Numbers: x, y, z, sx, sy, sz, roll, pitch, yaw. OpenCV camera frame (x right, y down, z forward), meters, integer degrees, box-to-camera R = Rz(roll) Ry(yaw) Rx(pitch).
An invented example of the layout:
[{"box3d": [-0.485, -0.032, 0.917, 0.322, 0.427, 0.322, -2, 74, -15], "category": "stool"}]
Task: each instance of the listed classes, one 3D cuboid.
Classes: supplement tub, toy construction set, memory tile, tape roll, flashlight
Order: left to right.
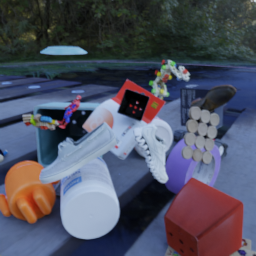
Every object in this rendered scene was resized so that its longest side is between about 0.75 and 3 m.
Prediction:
[{"box3d": [-1.246, 1.932, 8.556, 1.624, 1.624, 2.462, -4, 19, -12], "category": "supplement tub"}, {"box3d": [0.752, 0.158, 13.097, 1.815, 1.815, 2.587, -7, 21, -18], "category": "supplement tub"}, {"box3d": [1.592, -1.993, 11.660, 0.945, 2.052, 1.346, 23, 52, -29], "category": "toy construction set"}, {"box3d": [2.189, 1.388, 9.425, 2.038, 2.038, 0.866, -17, 26, -38], "category": "tape roll"}, {"box3d": [3.213, 0.711, 13.004, 0.932, 0.929, 2.743, -44, 38, -21], "category": "flashlight"}, {"box3d": [1.901, 0.209, 7.379, 1.066, 1.391, 0.117, 14, -3, -29], "category": "memory tile"}]

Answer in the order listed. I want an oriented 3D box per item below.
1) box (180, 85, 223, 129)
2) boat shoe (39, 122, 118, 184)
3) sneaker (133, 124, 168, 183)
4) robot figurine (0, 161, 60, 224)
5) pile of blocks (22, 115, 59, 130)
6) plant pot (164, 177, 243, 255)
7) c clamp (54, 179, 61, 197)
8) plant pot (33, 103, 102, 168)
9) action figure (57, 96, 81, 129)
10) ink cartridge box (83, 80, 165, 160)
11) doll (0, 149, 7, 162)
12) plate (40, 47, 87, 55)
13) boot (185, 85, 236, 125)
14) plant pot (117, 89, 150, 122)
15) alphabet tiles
[{"box3d": [3.208, -0.920, 12.245, 1.618, 1.777, 0.925, 11, 23, 40], "category": "box"}, {"box3d": [-1.453, 0.628, 7.642, 2.361, 0.841, 0.824, -31, 12, -7], "category": "boat shoe"}, {"box3d": [0.721, 0.670, 7.140, 0.664, 1.639, 0.616, -23, 15, 5], "category": "sneaker"}, {"box3d": [-3.145, 1.941, 8.851, 1.405, 1.733, 2.409, 26, 6, -33], "category": "robot figurine"}, {"box3d": [-2.731, -0.144, 8.742, 1.107, 0.454, 0.344, 7, 59, -19], "category": "pile of blocks"}, {"box3d": [1.807, 2.505, 7.121, 1.399, 1.586, 1.588, -28, 32, -31], "category": "plant pot"}, {"box3d": [-2.400, 2.118, 10.116, 1.277, 0.202, 1.495, 4, 21, 10], "category": "c clamp"}, {"box3d": [-2.285, 0.065, 12.429, 2.619, 2.626, 2.675, 2, 16, 6], "category": "plant pot"}, {"box3d": [-1.473, -0.424, 7.054, 0.245, 0.949, 0.310, 27, 20, -39], "category": "action figure"}, {"box3d": [-0.180, -0.407, 9.468, 1.917, 2.364, 0.593, 36, 2, 32], "category": "ink cartridge box"}, {"box3d": [-6.027, 1.126, 12.535, 1.135, 0.403, 1.663, -16, 32, -40], "category": "doll"}, {"box3d": [-2.599, -3.136, 11.307, 1.843, 0.236, 1.843, 1, 19, 0], "category": "plate"}, {"box3d": [2.772, -0.673, 9.596, 1.030, 0.794, 2.125, -59, 10, -26], "category": "boot"}, {"box3d": [0.202, -0.682, 8.957, 0.817, 0.819, 0.727, 20, -1, 8], "category": "plant pot"}, {"box3d": [2.219, 3.293, 7.092, 2.400, 0.076, 1.997, 8, 21, 22], "category": "alphabet tiles"}]
